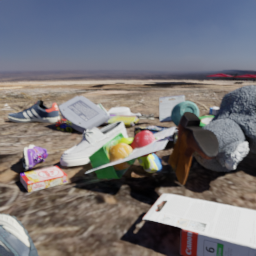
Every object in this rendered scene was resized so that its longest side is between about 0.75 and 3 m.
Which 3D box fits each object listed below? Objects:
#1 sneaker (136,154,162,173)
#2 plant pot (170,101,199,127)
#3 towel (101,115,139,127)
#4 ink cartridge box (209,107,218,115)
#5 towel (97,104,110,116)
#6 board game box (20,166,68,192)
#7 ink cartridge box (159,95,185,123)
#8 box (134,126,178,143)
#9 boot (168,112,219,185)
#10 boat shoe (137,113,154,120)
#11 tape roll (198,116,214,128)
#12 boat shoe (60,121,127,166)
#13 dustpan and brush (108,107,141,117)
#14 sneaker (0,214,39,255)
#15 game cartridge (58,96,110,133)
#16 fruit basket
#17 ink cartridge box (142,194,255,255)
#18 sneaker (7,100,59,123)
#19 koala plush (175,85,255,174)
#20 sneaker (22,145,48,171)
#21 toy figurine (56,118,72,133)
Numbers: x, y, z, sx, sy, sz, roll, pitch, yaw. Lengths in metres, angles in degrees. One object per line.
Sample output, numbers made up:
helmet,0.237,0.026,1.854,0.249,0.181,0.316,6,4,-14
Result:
sneaker,0.545,0.835,7.760,0.632,0.456,1.204,22,25,-35
plant pot,2.165,-0.535,10.452,1.032,1.032,0.828,0,-7,-1
towel,-0.844,-0.352,13.559,2.587,0.295,1.858,2,14,10
ink cartridge box,5.123,-0.917,15.763,0.641,0.370,0.884,-12,18,-41
towel,-1.695,-0.570,12.779,1.441,0.221,1.075,-24,42,-18
board game box,-2.060,1.237,6.838,0.950,0.220,0.720,-9,16,-34
ink cartridge box,1.792,-0.758,11.317,1.069,1.072,0.218,-4,-20,15
box,1.372,0.215,10.376,1.693,0.424,1.706,7,6,36
boot,1.327,0.657,6.219,0.538,1.571,1.479,-1,34,-21
boat shoe,0.828,-0.553,13.278,1.080,0.308,0.361,-1,-1,-44
tape roll,3.810,0.047,11.113,2.510,0.603,2.510,0,13,0
boat shoe,-0.989,0.412,8.572,2.571,0.881,0.926,-19,17,-38
dustpan and brush,-0.099,-0.788,15.231,1.834,0.525,1.280,-4,16,12
sneaker,-2.166,1.738,3.851,2.179,0.846,0.940,-1,23,29
game cartridge,-2.031,-0.598,12.268,1.464,0.450,2.200,-30,47,-29
fruit basket,0.146,0.596,6.940,2.013,0.944,1.865,-15,9,20
ink cartridge box,1.311,1.647,4.526,1.947,0.490,1.061,5,14,26
sneaker,-4.705,-0.848,13.914,2.561,1.082,0.960,-1,13,-1
koala plush,2.631,0.258,7.329,2.525,2.320,2.239,-22,24,-28
sneaker,-2.647,0.803,8.025,0.602,0.581,1.442,4,12,-6
toy figurine,-2.591,-0.122,12.136,0.976,0.515,0.585,14,11,34
